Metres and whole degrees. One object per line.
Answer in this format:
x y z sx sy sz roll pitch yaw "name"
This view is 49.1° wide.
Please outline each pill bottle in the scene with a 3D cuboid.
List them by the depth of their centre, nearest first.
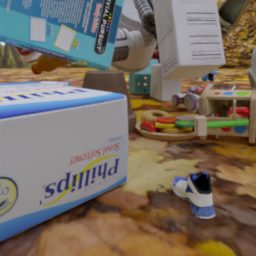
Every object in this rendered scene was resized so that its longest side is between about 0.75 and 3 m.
-0.483 -2.728 9.339 1.895 1.049 1.049 -14 18 -19 "pill bottle"

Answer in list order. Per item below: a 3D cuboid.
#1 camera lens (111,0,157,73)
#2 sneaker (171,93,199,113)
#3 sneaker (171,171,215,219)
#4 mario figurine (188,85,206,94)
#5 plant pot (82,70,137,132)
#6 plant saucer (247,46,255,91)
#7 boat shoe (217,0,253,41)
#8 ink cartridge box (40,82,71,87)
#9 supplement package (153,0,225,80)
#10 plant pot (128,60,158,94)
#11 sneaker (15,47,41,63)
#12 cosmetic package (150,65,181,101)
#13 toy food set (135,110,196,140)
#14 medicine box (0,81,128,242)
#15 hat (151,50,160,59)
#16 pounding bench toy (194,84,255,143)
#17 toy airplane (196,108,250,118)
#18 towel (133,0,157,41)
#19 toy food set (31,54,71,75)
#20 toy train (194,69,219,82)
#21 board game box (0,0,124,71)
0.171 -3.693 11.337 2.051 2.565 2.051 7 53 -10 "camera lens"
2.423 -1.020 10.566 0.936 0.703 1.879 -6 16 -21 "sneaker"
0.937 0.800 3.898 0.364 0.520 0.901 -3 15 -14 "sneaker"
3.765 -2.101 14.947 1.071 0.568 0.661 6 48 51 "mario figurine"
-0.669 -0.785 7.875 1.852 1.615 1.852 -1 16 0 "plant pot"
3.492 -0.873 6.797 0.683 2.723 2.723 -22 7 19 "plant saucer"
3.242 -3.694 8.949 0.925 2.537 0.798 45 46 5 "boat shoe"
-3.467 -1.548 12.349 1.405 0.823 1.944 2 16 5 "ink cartridge box"
1.322 -2.192 6.353 1.071 1.955 1.112 -5 -4 -13 "supplement package"
0.869 -2.698 15.302 1.679 1.680 2.376 0 23 0 "plant pot"
-3.047 -3.495 8.520 1.150 1.696 2.936 -17 50 5 "sneaker"
1.739 -2.138 13.106 0.972 1.576 1.581 -3 14 -16 "cosmetic package"
1.117 -0.099 7.505 1.826 0.449 1.845 5 15 17 "toy food set"
-1.895 0.199 4.274 2.894 1.490 2.636 13 20 41 "medicine box"
1.928 -3.047 12.917 2.202 2.340 2.658 8 50 -18 "hat"
2.404 -0.247 6.534 1.381 1.100 1.770 4 26 27 "pounding bench toy"
3.278 -0.491 9.157 2.087 0.384 2.087 0 14 0 "toy airplane"
1.225 -3.316 8.451 2.644 1.131 2.189 27 37 -40 "towel"
-1.803 -2.797 7.720 1.310 2.912 1.390 -16 -19 38 "toy food set"
2.681 -2.135 10.217 0.577 0.761 1.331 -8 25 -35 "toy train"
-1.297 -2.226 5.255 2.301 1.737 0.540 12 1 -24 "board game box"
